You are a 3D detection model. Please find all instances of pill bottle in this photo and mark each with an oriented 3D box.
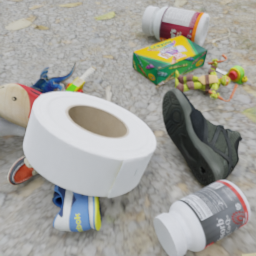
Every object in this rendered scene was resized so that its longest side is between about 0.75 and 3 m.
[{"bbox_3d":[2.033,-4.420,12.181,2.662,1.459,1.459,20,46,21],"label":"pill bottle"},{"bbox_3d":[1.467,1.831,5.647,1.758,1.018,1.018,-20,46,-20],"label":"pill bottle"}]

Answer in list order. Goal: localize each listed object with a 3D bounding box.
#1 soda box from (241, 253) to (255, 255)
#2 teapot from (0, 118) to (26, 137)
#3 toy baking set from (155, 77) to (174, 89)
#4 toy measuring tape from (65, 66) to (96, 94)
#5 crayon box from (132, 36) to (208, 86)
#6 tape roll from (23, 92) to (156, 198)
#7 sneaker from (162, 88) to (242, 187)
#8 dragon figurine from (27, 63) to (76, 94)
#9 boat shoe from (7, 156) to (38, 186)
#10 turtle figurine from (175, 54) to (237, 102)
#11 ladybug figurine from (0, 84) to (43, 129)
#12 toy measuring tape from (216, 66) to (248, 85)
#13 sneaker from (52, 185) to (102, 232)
[{"bbox_3d":[2.998,2.627,5.080,1.892,0.606,0.641,-4,42,-4],"label":"soda box"},{"bbox_3d":[-4.733,-0.335,7.213,2.932,2.169,2.971,-34,84,15],"label":"teapot"},{"bbox_3d":[1.209,-1.571,9.737,0.891,0.684,0.104,-33,92,-13],"label":"toy baking set"},{"bbox_3d":[-1.632,-1.437,9.488,0.603,0.603,1.639,23,57,23],"label":"toy measuring tape"},{"bbox_3d":[1.593,-2.642,10.753,2.509,0.731,1.490,-26,50,-26],"label":"crayon box"},{"bbox_3d":[-0.829,0.244,6.417,2.880,1.007,2.880,20,23,-9],"label":"tape roll"},{"bbox_3d":[1.911,0.091,7.217,1.490,0.994,2.601,-17,68,-35],"label":"sneaker"},{"bbox_3d":[-2.542,-1.433,8.842,1.118,2.249,0.662,34,47,-17],"label":"dragon figurine"},{"bbox_3d":[-2.275,0.873,6.927,0.469,0.533,1.498,2,31,37],"label":"boat shoe"},{"bbox_3d":[2.626,-1.651,9.650,1.966,0.785,2.437,1,52,13],"label":"turtle figurine"},{"bbox_3d":[-2.664,-0.576,7.558,1.579,2.326,0.837,37,94,15],"label":"ladybug figurine"},{"bbox_3d":[3.760,-2.138,10.369,0.584,0.584,1.588,-26,48,-25],"label":"toy measuring tape"},{"bbox_3d":[-1.246,1.231,6.407,1.014,0.912,2.467,-13,40,-4],"label":"sneaker"}]
